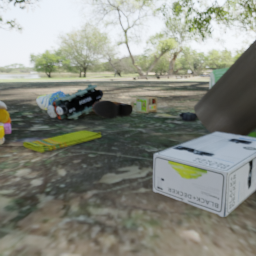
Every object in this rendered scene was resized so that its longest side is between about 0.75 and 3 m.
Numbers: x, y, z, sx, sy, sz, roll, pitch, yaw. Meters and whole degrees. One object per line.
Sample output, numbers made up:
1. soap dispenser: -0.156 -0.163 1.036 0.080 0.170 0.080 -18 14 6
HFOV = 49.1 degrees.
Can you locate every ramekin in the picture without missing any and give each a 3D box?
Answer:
1. ramekin: 4.877 -1.978 14.429 1.105 2.262 2.262 -3 12 9

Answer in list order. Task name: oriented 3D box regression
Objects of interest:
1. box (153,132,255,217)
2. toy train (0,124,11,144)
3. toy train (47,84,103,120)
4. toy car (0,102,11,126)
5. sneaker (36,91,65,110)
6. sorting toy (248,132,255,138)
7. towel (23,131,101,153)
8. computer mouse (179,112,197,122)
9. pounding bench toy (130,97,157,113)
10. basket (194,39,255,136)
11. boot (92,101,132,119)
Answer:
1. box: 1.760 0.720 5.417 1.425 0.735 2.443 11 17 43
2. toy train: -4.370 0.310 7.579 1.945 0.720 2.589 0 9 7
3. toy train: -2.382 -1.148 12.852 1.577 1.179 2.767 -6 19 39
4. toy car: -4.775 -0.266 9.741 1.303 1.141 0.977 -3 -22 -10
5. sneaker: -4.086 -1.627 15.164 1.147 0.827 2.184 -31 8 11
6. sorting toy: 3.306 0.375 7.407 1.103 0.382 0.380 -23 -33 23
7. towel: -1.935 0.333 8.498 0.971 0.204 2.255 11 16 39
8. computer mouse: 2.643 -0.541 12.216 0.886 0.337 1.280 4 13 13
9. pounding bench toy: 0.802 -1.215 14.357 1.173 0.728 0.915 9 13 38
10. basket: 3.410 -1.032 7.734 1.956 2.876 2.593 46 29 6
11. boot: -1.345 -1.022 13.371 2.236 0.813 2.375 -12 16 -43
